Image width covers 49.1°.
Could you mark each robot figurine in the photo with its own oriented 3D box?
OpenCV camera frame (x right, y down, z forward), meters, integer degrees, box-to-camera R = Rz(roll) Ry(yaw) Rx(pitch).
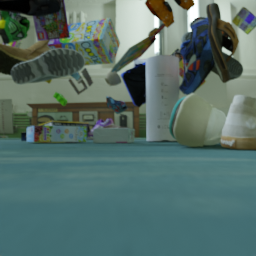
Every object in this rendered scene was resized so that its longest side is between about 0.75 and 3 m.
[{"bbox_3d":[0.535,-2.414,4.794,0.908,1.253,0.365,-35,5,15],"label":"robot figurine"}]

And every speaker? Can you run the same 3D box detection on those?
[{"bbox_3d":[1.221,-0.995,9.873,1.206,2.970,1.206,-1,-2,0],"label":"speaker"}]

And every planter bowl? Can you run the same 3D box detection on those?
[{"bbox_3d":[-0.792,-2.373,13.630,0.547,0.813,0.813,-37,8,-14],"label":"planter bowl"}]

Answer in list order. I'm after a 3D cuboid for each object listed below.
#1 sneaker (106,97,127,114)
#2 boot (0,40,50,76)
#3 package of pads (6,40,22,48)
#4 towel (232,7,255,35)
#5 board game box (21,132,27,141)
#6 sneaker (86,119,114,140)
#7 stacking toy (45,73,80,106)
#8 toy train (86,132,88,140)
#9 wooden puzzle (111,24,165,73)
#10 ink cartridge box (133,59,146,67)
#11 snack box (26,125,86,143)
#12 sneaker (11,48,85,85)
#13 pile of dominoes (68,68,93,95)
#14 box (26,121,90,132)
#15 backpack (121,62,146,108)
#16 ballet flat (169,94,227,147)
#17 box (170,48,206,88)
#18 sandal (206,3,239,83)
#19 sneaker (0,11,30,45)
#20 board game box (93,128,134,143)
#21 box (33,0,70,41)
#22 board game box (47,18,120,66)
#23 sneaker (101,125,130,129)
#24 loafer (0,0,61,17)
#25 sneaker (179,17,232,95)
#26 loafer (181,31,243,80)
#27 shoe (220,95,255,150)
[{"bbox_3d":[-0.505,-1.142,12.998,0.695,0.577,1.454,-15,-21,21],"label":"sneaker"},{"bbox_3d":[-3.388,-2.776,9.992,2.454,0.927,2.803,25,41,1],"label":"boot"},{"bbox_3d":[-4.219,-3.115,10.178,0.319,0.722,0.934,19,29,-44],"label":"package of pads"},{"bbox_3d":[4.114,-3.760,9.837,0.098,0.863,0.620,-6,-36,-49],"label":"towel"},{"bbox_3d":[-3.326,0.380,12.388,2.218,0.384,1.503,-1,-2,5],"label":"board game box"},{"bbox_3d":[-1.553,0.078,15.243,2.146,0.949,0.863,-18,-8,29],"label":"sneaker"},{"bbox_3d":[-2.395,-2.289,10.876,0.652,2.092,2.775,27,13,-49],"label":"stacking toy"},{"bbox_3d":[-2.804,0.300,10.658,2.952,0.504,0.676,0,10,32],"label":"toy train"},{"bbox_3d":[0.244,-2.320,8.624,1.377,0.163,2.321,-39,3,-30],"label":"wooden puzzle"},{"bbox_3d":[1.270,-2.871,13.767,1.281,0.751,1.749,-14,33,-39],"label":"ink cartridge box"},{"bbox_3d":[-2.065,0.190,8.014,1.442,0.488,1.216,3,-4,-29],"label":"snack box"},{"bbox_3d":[-1.805,-1.434,6.492,1.694,0.633,0.694,-10,9,6],"label":"sneaker"},{"bbox_3d":[-2.098,-2.095,12.401,0.940,0.192,1.206,-35,-30,-5],"label":"pile of dominoes"},{"bbox_3d":[-3.748,0.170,15.221,2.127,0.657,2.664,-17,-11,33],"label":"box"},{"bbox_3d":[0.806,-2.000,11.454,1.916,1.557,1.607,-25,17,2],"label":"backpack"},{"bbox_3d":[1.478,-0.054,5.259,0.944,0.944,2.718,-1,-2,20],"label":"ballet flat"},{"bbox_3d":[2.331,-2.326,11.300,0.664,1.764,0.442,-39,1,19],"label":"box"},{"bbox_3d":[1.710,-1.602,4.992,0.472,1.728,0.706,-9,-36,24],"label":"sandal"},{"bbox_3d":[-2.855,-2.648,7.186,0.696,1.634,0.637,-10,-43,-11],"label":"sneaker"},{"bbox_3d":[-0.381,0.229,8.317,1.003,0.437,1.359,1,0,9],"label":"board game box"},{"bbox_3d":[-2.108,-3.037,7.531,0.868,1.269,0.248,-6,21,-2],"label":"box"},{"bbox_3d":[-1.425,-2.753,9.228,1.973,1.016,1.035,0,-35,21],"label":"board game box"},{"bbox_3d":[-0.733,0.207,12.491,2.117,0.746,0.800,-2,-2,43],"label":"sneaker"},{"bbox_3d":[-2.532,-2.977,6.826,1.803,0.568,0.648,-1,-35,-22],"label":"loafer"},{"bbox_3d":[2.101,-2.174,8.582,1.132,1.087,2.885,35,-34,15],"label":"sneaker"},{"bbox_3d":[3.091,-2.649,10.804,2.660,1.000,0.927,41,-20,7],"label":"loafer"},{"bbox_3d":[2.599,-0.058,4.271,2.737,0.730,0.957,1,-2,-25],"label":"shoe"}]
